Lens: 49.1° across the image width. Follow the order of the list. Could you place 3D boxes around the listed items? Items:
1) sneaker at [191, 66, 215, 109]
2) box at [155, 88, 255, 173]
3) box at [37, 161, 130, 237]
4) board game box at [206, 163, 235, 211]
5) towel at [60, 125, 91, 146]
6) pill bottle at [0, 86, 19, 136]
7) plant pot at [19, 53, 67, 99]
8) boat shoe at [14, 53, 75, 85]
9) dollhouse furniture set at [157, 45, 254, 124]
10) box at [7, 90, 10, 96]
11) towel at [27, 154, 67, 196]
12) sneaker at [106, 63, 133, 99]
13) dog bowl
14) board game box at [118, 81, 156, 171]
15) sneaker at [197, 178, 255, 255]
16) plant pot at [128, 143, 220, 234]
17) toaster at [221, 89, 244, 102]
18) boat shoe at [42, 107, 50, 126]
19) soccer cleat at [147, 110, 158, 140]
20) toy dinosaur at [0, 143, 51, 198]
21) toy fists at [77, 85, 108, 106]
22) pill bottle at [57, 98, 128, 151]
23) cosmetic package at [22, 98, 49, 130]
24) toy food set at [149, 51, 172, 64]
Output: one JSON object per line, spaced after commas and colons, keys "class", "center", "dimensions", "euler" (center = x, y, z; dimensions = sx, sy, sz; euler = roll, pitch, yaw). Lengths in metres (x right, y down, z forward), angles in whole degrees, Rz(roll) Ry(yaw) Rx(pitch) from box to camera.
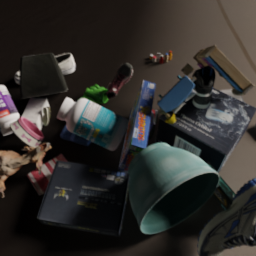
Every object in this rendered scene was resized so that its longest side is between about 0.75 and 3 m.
{"class": "sneaker", "center": [2.714, -1.780, 9.860], "dimensions": [0.795, 1.217, 2.176], "euler": [7, 43, 5]}
{"class": "box", "center": [2.814, -0.069, 10.345], "dimensions": [2.582, 1.541, 2.625], "euler": [31, 57, 22]}
{"class": "box", "center": [-1.338, 2.221, 9.002], "dimensions": [2.551, 0.651, 2.012], "euler": [8, 58, 6]}
{"class": "board game box", "center": [2.987, 2.114, 8.786], "dimensions": [0.269, 1.290, 1.907], "euler": [-30, 57, -8]}
{"class": "towel", "center": [-1.976, 0.264, 10.865], "dimensions": [1.228, 0.298, 0.686], "euler": [16, 54, 12]}
{"class": "pill bottle", "center": [-4.744, -0.627, 10.564], "dimensions": [0.970, 0.970, 1.741], "euler": [-26, 93, -19]}
{"class": "plant pot", "center": [-3.502, -2.154, 11.347], "dimensions": [1.755, 1.557, 1.751], "euler": [-12, 13, -9]}
{"class": "boat shoe", "center": [-3.840, -2.758, 12.827], "dimensions": [2.814, 0.925, 1.012], "euler": [-14, 53, -11]}
{"class": "dollhouse furniture set", "center": [2.453, -1.216, 10.110], "dimensions": [1.841, 2.664, 2.822], "euler": [44, 101, -6]}
{"class": "box", "center": [-6.216, -0.755, 11.546], "dimensions": [2.396, 0.478, 1.641], "euler": [-7, 52, -6]}
{"class": "towel", "center": [-2.724, 1.617, 9.899], "dimensions": [1.420, 0.162, 1.023], "euler": [-32, 57, -22]}
{"class": "sneaker", "center": [-0.370, -1.728, 11.025], "dimensions": [0.610, 1.611, 0.931], "euler": [29, 38, -11]}
{"class": "dog bowl", "center": [-3.594, 0.138, 10.079], "dimensions": [0.469, 1.273, 1.273], "euler": [-44, 61, 0]}
{"class": "board game box", "center": [0.318, -0.006, 10.010], "dimensions": [0.497, 1.951, 2.883], "euler": [16, 52, -5]}
{"class": "sneaker", "center": [2.935, 2.667, 7.322], "dimensions": [1.097, 2.848, 1.213], "euler": [18, 22, -40]}
{"class": "plant pot", "center": [1.086, 1.590, 8.382], "dimensions": [2.676, 2.676, 1.793], "euler": [-23, 52, -17]}
{"class": "toaster", "center": [4.177, -0.974, 11.513], "dimensions": [0.929, 0.818, 1.439], "euler": [-1, 49, 4]}
{"class": "boat shoe", "center": [-3.240, -0.466, 11.154], "dimensions": [0.283, 0.793, 0.239], "euler": [18, 26, 16]}
{"class": "soccer cleat", "center": [0.807, -0.145, 10.944], "dimensions": [0.564, 0.525, 1.540], "euler": [12, 47, 7]}
{"class": "toy dinosaur", "center": [-4.017, 1.162, 9.515], "dimensions": [2.929, 1.257, 1.985], "euler": [5, 22, 35]}
{"class": "toy fists", "center": [-1.549, -1.125, 11.640], "dimensions": [0.963, 0.650, 1.890], "euler": [9, 48, 21]}
{"class": "pill bottle", "center": [-1.302, -0.208, 10.148], "dimensions": [2.387, 1.323, 1.323], "euler": [25, 54, -6]}
{"class": "cosmetic package", "center": [-3.763, -0.560, 11.335], "dimensions": [0.720, 0.568, 1.339], "euler": [6, 52, 6]}
{"class": "toy food set", "center": [1.585, -3.498, 13.690], "dimensions": [1.076, 0.484, 0.514], "euler": [8, 52, 6]}
